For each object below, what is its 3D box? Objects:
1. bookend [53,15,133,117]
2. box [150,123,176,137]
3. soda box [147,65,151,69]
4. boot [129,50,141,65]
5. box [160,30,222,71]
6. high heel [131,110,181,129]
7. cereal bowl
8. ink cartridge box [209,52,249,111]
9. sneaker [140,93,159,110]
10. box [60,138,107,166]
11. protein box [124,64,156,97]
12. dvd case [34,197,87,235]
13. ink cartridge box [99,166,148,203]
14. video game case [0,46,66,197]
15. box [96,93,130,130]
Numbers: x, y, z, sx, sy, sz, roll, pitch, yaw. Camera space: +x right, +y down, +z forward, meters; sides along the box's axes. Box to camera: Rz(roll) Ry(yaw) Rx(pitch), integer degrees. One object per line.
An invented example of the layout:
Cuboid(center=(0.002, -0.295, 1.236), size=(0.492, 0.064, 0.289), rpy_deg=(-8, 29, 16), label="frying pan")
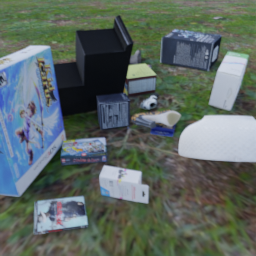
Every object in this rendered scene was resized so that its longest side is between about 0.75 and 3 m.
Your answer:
Cuboid(center=(-1.544, -1.771, 8.673), size=(2.829, 2.811, 1.303), rpy_deg=(-12, 59, -17), label="bookend")
Cuboid(center=(1.127, -0.140, 8.762), size=(0.708, 0.189, 1.168), rpy_deg=(8, 34, 12), label="box")
Cuboid(center=(0.627, -2.712, 12.816), size=(0.867, 0.275, 0.307), rpy_deg=(1, 32, 1), label="soda box")
Cuboid(center=(0.122, -3.442, 13.760), size=(1.020, 0.541, 1.550), rpy_deg=(-1, 29, 2), label="boot")
Cuboid(center=(3.047, -3.827, 13.633), size=(2.430, 1.301, 1.804), rpy_deg=(15, 35, 23), label="box")
Cuboid(center=(0.833, -0.333, 8.507), size=(1.429, 0.510, 1.018), rpy_deg=(-15, 21, -36), label="high heel")
Cuboid(center=(2.326, 0.208, 6.516), size=(2.281, 0.950, 2.281), rpy_deg=(2, 1, 0), label="cereal bowl")
Cuboid(center=(3.592, -1.696, 9.959), size=(0.818, 1.359, 1.870), rpy_deg=(17, 41, 18), label="ink cartridge box")
Cuboid(center=(0.875, -0.895, 9.844), size=(0.425, 0.356, 0.961), rpy_deg=(22, 47, 32), label="sneaker")
Cuboid(center=(-1.175, 0.618, 7.483), size=(1.187, 0.224, 0.810), rpy_deg=(-4, 33, -6), label="box")
Cuboid(center=(0.326, -1.873, 10.926), size=(1.156, 0.780, 1.147), rpy_deg=(-10, 37, -16), label="protein box")
Cuboid(center=(-1.360, 1.741, 5.633), size=(1.007, 0.111, 0.735), rpy_deg=(-3, 37, -14), label="dvd case")
Cuboid(center=(-0.051, 1.236, 6.098), size=(1.068, 0.615, 0.362), rpy_deg=(8, 39, 12), label="ink cartridge box")
Cuboid(center=(-2.356, -0.271, 6.441), size=(0.612, 2.694, 2.442), rpy_deg=(3, 29, 12), label="video game case")
Cuboid(center=(-0.462, -0.522, 8.645), size=(0.934, 0.942, 0.580), rpy_deg=(-8, 33, -13), label="box")
